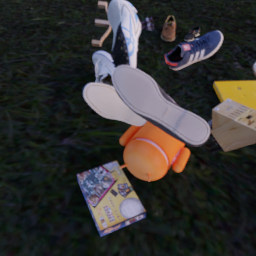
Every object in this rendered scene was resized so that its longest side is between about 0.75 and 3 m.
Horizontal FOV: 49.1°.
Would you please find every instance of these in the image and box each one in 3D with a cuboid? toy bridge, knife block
[{"bbox_3d":[-0.856,-3.577,9.609,0.558,0.226,1.661,8,78,1],"label":"toy bridge"},{"bbox_3d":[2.522,0.219,6.628,0.584,1.603,1.826,-32,41,-21],"label":"knife block"}]

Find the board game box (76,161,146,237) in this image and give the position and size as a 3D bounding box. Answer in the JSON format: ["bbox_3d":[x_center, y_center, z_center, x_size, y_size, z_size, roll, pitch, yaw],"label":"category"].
[{"bbox_3d":[-0.538,1.938,8.070,1.343,0.343,1.983,-17,46,-18],"label":"board game box"}]

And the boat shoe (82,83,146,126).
[{"bbox_3d":[-0.354,-0.634,7.185,2.083,0.780,0.644,16,10,-39],"label":"boat shoe"}]

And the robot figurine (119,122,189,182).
[{"bbox_3d":[0.810,0.604,8.736,1.823,1.478,2.534,49,50,-8],"label":"robot figurine"}]

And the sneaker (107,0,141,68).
[{"bbox_3d":[0.002,-2.710,8.316,1.024,1.016,2.827,6,61,-23],"label":"sneaker"}]

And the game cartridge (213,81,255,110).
[{"bbox_3d":[4.710,-1.199,11.546,1.890,0.348,2.144,-2,45,-2],"label":"game cartridge"}]

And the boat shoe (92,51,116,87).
[{"bbox_3d":[-0.977,-2.267,12.254,1.267,1.098,2.972,-29,60,-24],"label":"boat shoe"}]

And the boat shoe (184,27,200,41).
[{"bbox_3d":[3.641,-5.369,15.992,0.532,0.456,1.455,27,50,26],"label":"boat shoe"}]

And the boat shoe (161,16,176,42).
[{"bbox_3d":[2.331,-5.768,16.167,0.817,0.773,2.272,4,43,4],"label":"boat shoe"}]

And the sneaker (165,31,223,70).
[{"bbox_3d":[1.785,-2.198,7.811,1.675,0.708,0.628,-30,66,25],"label":"sneaker"}]

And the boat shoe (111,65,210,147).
[{"bbox_3d":[0.552,-0.353,5.306,2.132,0.608,0.713,38,82,8],"label":"boat shoe"}]

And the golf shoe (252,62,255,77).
[{"bbox_3d":[4.456,-1.891,7.741,2.015,0.928,0.731,-14,78,-6],"label":"golf shoe"}]

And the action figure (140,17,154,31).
[{"bbox_3d":[0.414,-3.827,10.544,1.065,0.370,0.693,-7,74,5],"label":"action figure"}]
